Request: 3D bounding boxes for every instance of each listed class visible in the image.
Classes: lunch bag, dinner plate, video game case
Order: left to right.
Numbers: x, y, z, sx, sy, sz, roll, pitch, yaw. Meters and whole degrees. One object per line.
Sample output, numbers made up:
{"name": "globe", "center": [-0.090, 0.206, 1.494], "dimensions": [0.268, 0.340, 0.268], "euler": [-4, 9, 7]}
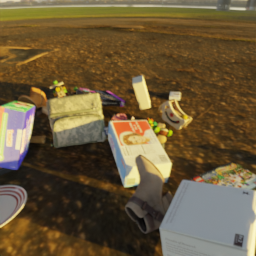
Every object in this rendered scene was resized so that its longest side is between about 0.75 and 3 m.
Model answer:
{"name": "dinner plate", "center": [-4.107, 2.456, 8.007], "dimensions": [2.452, 0.297, 2.452], "euler": [-11, 23, 5]}
{"name": "video game case", "center": [-5.220, 1.359, 10.395], "dimensions": [1.874, 0.239, 1.693], "euler": [-25, 38, -37]}
{"name": "lunch bag", "center": [-2.112, -0.253, 11.689], "dimensions": [2.352, 1.973, 1.639], "euler": [-8, -6, -13]}

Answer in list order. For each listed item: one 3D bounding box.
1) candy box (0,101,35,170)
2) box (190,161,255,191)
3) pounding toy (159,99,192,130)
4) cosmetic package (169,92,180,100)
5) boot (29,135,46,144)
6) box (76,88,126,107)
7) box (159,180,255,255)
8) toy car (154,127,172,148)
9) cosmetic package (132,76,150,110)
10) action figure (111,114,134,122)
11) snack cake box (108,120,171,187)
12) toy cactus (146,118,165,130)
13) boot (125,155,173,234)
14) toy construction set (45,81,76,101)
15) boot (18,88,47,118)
{"name": "candy box", "center": [-4.009, 0.168, 9.934], "dimensions": [0.898, 1.970, 2.330], "euler": [10, 7, -14]}
{"name": "box", "center": [3.285, 1.881, 9.304], "dimensions": [2.031, 0.383, 1.387], "euler": [-16, 33, -26]}
{"name": "pounding toy", "center": [2.245, -0.802, 13.153], "dimensions": [1.041, 1.038, 1.815], "euler": [-23, 49, -38]}
{"name": "cosmetic package", "center": [2.695, -1.839, 16.169], "dimensions": [0.593, 0.203, 0.786], "euler": [3, 29, 11]}
{"name": "boot", "center": [-3.993, 0.415, 12.061], "dimensions": [0.886, 0.293, 0.776], "euler": [-3, 42, -3]}
{"name": "box", "center": [-1.434, -1.590, 14.820], "dimensions": [2.233, 0.403, 1.597], "euler": [1, 25, -40]}
{"name": "box", "center": [2.074, 2.494, 6.968], "dimensions": [2.001, 1.308, 1.990], "euler": [4, 28, 27]}
{"name": "toy car", "center": [1.358, 0.430, 11.480], "dimensions": [0.643, 0.782, 0.617], "euler": [16, -8, -2]}
{"name": "cosmetic package", "center": [0.683, -1.782, 14.277], "dimensions": [0.559, 1.529, 0.791], "euler": [-13, 32, 11]}
{"name": "action figure", "center": [-0.164, 0.037, 12.429], "dimensions": [0.984, 1.093, 1.468], "euler": [-28, 59, -18]}
{"name": "snack cake box", "center": [0.297, 0.821, 10.292], "dimensions": [1.589, 0.928, 2.762], "euler": [-4, 35, -15]}
{"name": "toy cactus", "center": [1.171, -0.084, 12.234], "dimensions": [0.817, 0.990, 0.506], "euler": [6, 63, 25]}
{"name": "boot", "center": [0.447, 1.894, 8.011], "dimensions": [1.459, 0.701, 1.996], "euler": [-30, 79, -40]}
{"name": "toy construction set", "center": [-3.742, -1.818, 14.491], "dimensions": [1.755, 1.349, 1.464], "euler": [-15, 33, 15]}
{"name": "boot", "center": [-4.411, -1.389, 13.059], "dimensions": [0.693, 1.808, 1.404], "euler": [-27, 58, 20]}
